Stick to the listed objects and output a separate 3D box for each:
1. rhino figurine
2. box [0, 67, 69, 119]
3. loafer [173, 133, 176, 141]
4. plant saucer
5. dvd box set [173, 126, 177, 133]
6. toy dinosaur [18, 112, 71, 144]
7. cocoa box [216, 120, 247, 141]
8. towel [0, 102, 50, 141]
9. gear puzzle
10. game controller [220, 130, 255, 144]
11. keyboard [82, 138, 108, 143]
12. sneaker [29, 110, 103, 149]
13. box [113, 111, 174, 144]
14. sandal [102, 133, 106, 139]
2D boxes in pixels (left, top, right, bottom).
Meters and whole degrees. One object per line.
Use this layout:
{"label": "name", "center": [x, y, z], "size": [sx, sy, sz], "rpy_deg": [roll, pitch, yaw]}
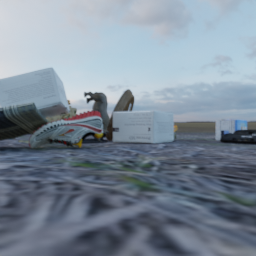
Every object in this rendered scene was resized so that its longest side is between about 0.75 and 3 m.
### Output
{"label": "rhino figurine", "center": [-1.066, -0.398, 9.955], "size": [0.805, 1.841, 0.550], "rpy_deg": [-5, 5, 5]}
{"label": "box", "center": [-2.439, -0.793, 7.410], "size": [1.462, 0.956, 1.455], "rpy_deg": [-14, -5, -5]}
{"label": "loafer", "center": [1.859, 0.426, 11.786], "size": [0.292, 0.271, 0.777], "rpy_deg": [-31, -2, 37]}
{"label": "plant saucer", "center": [-0.281, -0.509, 12.205], "size": [0.355, 2.413, 2.413], "rpy_deg": [22, 4, 10]}
{"label": "dvd box set", "center": [1.444, 0.227, 12.110], "size": [1.034, 0.208, 1.414], "rpy_deg": [-11, 9, 29]}
{"label": "toy dinosaur", "center": [-2.625, 0.154, 9.706], "size": [0.929, 0.500, 2.107], "rpy_deg": [21, 42, 36]}
{"label": "cocoa box", "center": [4.461, 0.105, 12.054], "size": [0.907, 0.921, 1.382], "rpy_deg": [0, 0, 39]}
{"label": "towel", "center": [-3.174, -0.070, 6.831], "size": [2.344, 0.420, 2.434], "rpy_deg": [-13, -9, -9]}
{"label": "gear puzzle", "center": [-2.905, -0.428, 11.830], "size": [1.546, 0.391, 2.985], "rpy_deg": [6, 38, -18]}
{"label": "game controller", "center": [4.474, 0.383, 9.861], "size": [1.298, 0.524, 2.488], "rpy_deg": [-16, 6, -26]}
{"label": "keyboard", "center": [-1.495, 0.472, 10.512], "size": [1.335, 0.171, 0.802], "rpy_deg": [2, 0, -43]}
{"label": "sneaker", "center": [-1.588, 0.176, 7.299], "size": [1.987, 0.816, 0.773], "rpy_deg": [-17, -8, -9]}
{"label": "box", "center": [0.603, -0.026, 10.697], "size": [1.770, 1.163, 1.779], "rpy_deg": [-1, 0, 31]}
{"label": "sandal", "center": [-1.222, 0.327, 12.809], "size": [1.214, 0.462, 0.260], "rpy_deg": [-18, 23, 46]}
